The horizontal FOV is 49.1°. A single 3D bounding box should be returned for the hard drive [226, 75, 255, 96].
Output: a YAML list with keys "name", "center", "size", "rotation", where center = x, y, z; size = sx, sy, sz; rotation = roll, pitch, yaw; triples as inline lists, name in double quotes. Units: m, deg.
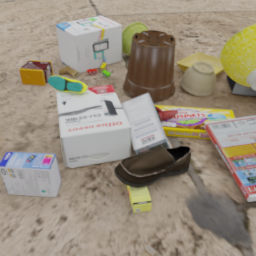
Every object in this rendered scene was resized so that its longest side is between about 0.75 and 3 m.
- name: "hard drive"
  center: [5.953, -2.044, 12.442]
  size: [2.771, 0.586, 1.869]
  rotation: [5, 37, 6]

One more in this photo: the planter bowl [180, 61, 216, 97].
- name: "planter bowl"
  center: [3.128, -2.230, 12.127]
  size: [1.521, 1.024, 1.521]
  rotation: [5, 43, -5]

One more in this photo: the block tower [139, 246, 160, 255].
- name: "block tower"
  center: [-0.144, 3.313, 5.041]
  size: [0.705, 0.755, 2.612]
  rotation: [29, 44, 33]

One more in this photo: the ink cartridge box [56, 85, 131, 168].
- name: "ink cartridge box"
  center: [-1.233, -0.186, 9.384]
  size: [2.088, 1.212, 2.894]
  rotation: [-9, 37, -11]

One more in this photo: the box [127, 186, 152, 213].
- name: "box"
  center: [0.241, 1.643, 7.635]
  size: [0.512, 0.341, 1.361]
  rotation: [-6, 37, -10]

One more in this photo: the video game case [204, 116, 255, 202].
- name: "video game case"
  center: [3.886, 0.748, 8.501]
  size: [2.140, 0.261, 2.993]
  rotation: [-7, 43, -8]

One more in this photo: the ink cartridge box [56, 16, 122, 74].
- name: "ink cartridge box"
  center: [-1.941, -4.318, 14.348]
  size: [2.690, 1.964, 1.974]
  rotation: [-24, 44, -29]

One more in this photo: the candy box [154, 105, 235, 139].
- name: "candy box"
  center: [2.345, -0.213, 10.121]
  size: [2.956, 0.390, 1.511]
  rotation: [4, 35, 6]

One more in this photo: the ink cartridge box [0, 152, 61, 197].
- name: "ink cartridge box"
  center: [-2.725, 1.247, 7.526]
  size: [1.615, 1.102, 0.617]
  rotation: [2, 36, 2]

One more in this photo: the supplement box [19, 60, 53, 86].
- name: "supplement box"
  center: [-4.245, -2.574, 13.038]
  size: [1.106, 0.745, 1.122]
  rotation: [5, 37, 7]

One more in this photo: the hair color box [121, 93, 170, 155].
- name: "hair color box"
  center: [0.531, -0.094, 9.167]
  size: [1.032, 0.632, 2.084]
  rotation: [-21, 49, 7]

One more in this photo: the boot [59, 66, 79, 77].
- name: "boot"
  center: [-2.866, -2.659, 13.538]
  size: [0.798, 0.264, 0.699]
  rotation: [37, 71, 28]

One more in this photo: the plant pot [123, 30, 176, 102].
- name: "plant pot"
  center: [0.986, -2.662, 11.731]
  size: [2.331, 2.308, 2.331]
  rotation: [2, 40, -2]

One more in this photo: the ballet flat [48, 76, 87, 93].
- name: "ballet flat"
  center: [-2.099, -1.503, 9.887]
  size: [1.534, 0.512, 0.514]
  rotation: [15, 12, 23]

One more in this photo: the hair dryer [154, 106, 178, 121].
- name: "hair dryer"
  center: [1.178, -0.600, 10.040]
  size: [1.235, 0.335, 0.940]
  rotation: [9, 40, 13]

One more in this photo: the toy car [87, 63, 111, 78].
- name: "toy car"
  center: [-1.258, -2.698, 13.594]
  size: [1.192, 0.266, 1.121]
  rotation: [-32, 50, -29]

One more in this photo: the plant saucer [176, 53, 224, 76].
- name: "plant saucer"
  center: [3.745, -3.005, 13.818]
  size: [2.048, 0.496, 2.048]
  rotation: [29, 44, 33]

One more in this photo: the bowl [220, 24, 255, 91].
- name: "bowl"
  center: [5.066, -2.328, 10.477]
  size: [2.943, 2.943, 1.584]
  rotation: [0, 65, 1]

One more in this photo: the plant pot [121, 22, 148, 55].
- name: "plant pot"
  center: [0.707, -4.283, 14.710]
  size: [1.866, 1.866, 1.715]
  rotation: [-19, 51, -24]

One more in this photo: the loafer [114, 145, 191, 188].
- name: "loafer"
  center: [0.754, 0.887, 7.761]
  size: [2.542, 0.907, 0.928]
  rotation: [-9, 41, -35]
